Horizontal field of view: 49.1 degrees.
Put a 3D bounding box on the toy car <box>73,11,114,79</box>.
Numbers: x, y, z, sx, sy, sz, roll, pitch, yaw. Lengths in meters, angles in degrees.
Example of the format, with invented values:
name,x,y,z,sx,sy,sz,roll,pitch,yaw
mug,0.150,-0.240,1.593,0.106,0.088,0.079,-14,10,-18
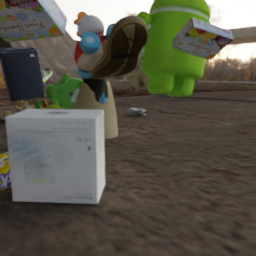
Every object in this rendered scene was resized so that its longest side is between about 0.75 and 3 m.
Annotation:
name,x,y,z,sx,sy,sz,roll,pitch,yaw
toy car,-0.938,-2.201,6.787,1.265,1.430,1.319,-28,-13,-21

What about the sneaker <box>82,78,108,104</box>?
name,x,y,z,sx,sy,sz,roll,pitch,yaw
sneaker,-1.045,-1.416,8.544,0.772,0.690,1.884,-9,49,-4

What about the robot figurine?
name,x,y,z,sx,sy,sz,roll,pitch,yaw
robot figurine,1.159,-2.092,6.806,2.294,2.614,1.512,5,3,-22

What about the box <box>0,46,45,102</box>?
name,x,y,z,sx,sy,sz,roll,pitch,yaw
box,-4.087,-2.135,10.666,1.236,1.754,2.370,-12,21,-23

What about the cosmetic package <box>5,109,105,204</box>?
name,x,y,z,sx,sy,sz,roll,pitch,yaw
cosmetic package,-1.366,0.530,5.601,1.680,1.685,1.036,0,13,4

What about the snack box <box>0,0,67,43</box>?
name,x,y,z,sx,sy,sz,roll,pitch,yaw
snack box,-2.421,-2.586,6.250,1.657,0.561,1.397,0,-17,15

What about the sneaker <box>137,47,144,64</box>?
name,x,y,z,sx,sy,sz,roll,pitch,yaw
sneaker,-0.091,-2.200,8.058,1.461,0.840,0.549,-15,3,10

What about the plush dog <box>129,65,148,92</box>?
name,x,y,z,sx,sy,sz,roll,pitch,yaw
plush dog,1.178,-2.222,12.346,1.574,1.470,1.833,15,-4,-36

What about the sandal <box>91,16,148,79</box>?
name,x,y,z,sx,sy,sz,roll,pitch,yaw
sandal,-0.197,-1.511,5.343,0.848,0.570,2.111,-5,-16,-18

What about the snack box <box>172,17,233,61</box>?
name,x,y,z,sx,sy,sz,roll,pitch,yaw
snack box,1.315,-1.560,5.001,0.882,0.234,0.627,8,-25,-23

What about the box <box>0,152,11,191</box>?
name,x,y,z,sx,sy,sz,roll,pitch,yaw
box,-2.869,0.980,6.028,0.585,0.637,1.819,6,13,27

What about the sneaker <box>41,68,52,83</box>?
name,x,y,z,sx,sy,sz,roll,pitch,yaw
sneaker,-3.991,-2.526,13.053,0.532,0.583,1.441,-18,30,13

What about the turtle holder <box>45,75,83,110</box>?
name,x,y,z,sx,sy,sz,roll,pitch,yaw
turtle holder,-3.182,-1.496,15.206,2.772,2.106,1.969,-10,-18,2

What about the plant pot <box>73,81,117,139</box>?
name,x,y,z,sx,sy,sz,roll,pitch,yaw
plant pot,-1.304,-0.802,10.874,1.952,2.084,1.952,5,12,-1

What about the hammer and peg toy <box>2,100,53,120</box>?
name,x,y,z,sx,sy,sz,roll,pitch,yaw
hammer and peg toy,-5.368,-0.998,14.952,2.602,0.917,1.914,-4,12,-30

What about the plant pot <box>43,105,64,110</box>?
name,x,y,z,sx,sy,sz,roll,pitch,yaw
plant pot,-1.893,0.196,8.524,1.422,1.477,1.477,20,20,27

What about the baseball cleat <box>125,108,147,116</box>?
name,x,y,z,sx,sy,sz,roll,pitch,yaw
baseball cleat,0.521,-0.916,16.006,1.323,0.461,0.704,-10,15,-38
